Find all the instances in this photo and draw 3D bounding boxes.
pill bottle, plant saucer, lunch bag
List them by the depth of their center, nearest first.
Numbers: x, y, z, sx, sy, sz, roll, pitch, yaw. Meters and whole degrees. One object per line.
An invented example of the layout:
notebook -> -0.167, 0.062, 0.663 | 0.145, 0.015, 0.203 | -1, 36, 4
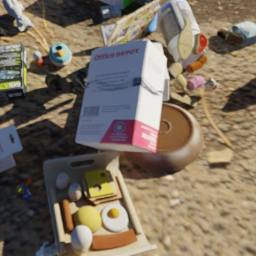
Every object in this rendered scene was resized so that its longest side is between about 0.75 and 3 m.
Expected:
plant saucer -> 1.004, 0.090, 8.431 | 2.594, 0.474, 2.594 | 0, 52, 1
pill bottle -> 1.975, -3.487, 10.435 | 1.311, 1.311, 2.305 | -10, 67, -8
lunch bag -> 4.763, -3.872, 11.327 | 0.841, 0.602, 0.988 | -21, 62, -14

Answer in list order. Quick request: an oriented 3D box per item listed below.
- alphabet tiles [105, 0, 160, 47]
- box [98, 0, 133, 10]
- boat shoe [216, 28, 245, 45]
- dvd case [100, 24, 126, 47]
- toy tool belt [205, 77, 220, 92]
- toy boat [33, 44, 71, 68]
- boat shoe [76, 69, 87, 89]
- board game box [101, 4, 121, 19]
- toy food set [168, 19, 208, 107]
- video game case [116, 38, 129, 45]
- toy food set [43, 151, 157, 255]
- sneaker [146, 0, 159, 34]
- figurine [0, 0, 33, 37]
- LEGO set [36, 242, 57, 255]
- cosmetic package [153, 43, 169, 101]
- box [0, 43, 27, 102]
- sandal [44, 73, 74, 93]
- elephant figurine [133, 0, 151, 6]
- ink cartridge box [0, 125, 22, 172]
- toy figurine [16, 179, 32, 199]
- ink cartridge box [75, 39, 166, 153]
alphabet tiles -> 0.058, -3.220, 9.732 | 0.108, 2.388, 2.856 | 44, 54, 3
box -> -0.513, -7.285, 13.336 | 2.546, 1.395, 2.885 | 27, 58, 19
boat shoe -> 4.073, -3.622, 11.235 | 0.449, 0.448, 1.214 | -25, 45, -29
dvd case -> -0.438, -3.602, 10.986 | 1.193, 0.887, 0.095 | -16, 14, -17
toy tool belt -> 2.708, -1.457, 9.233 | 0.486, 0.778, 0.478 | -34, 85, 12
toy boat -> -2.808, -2.688, 10.420 | 1.372, 0.638, 1.153 | -22, 57, -16
boat shoe -> -1.505, -1.662, 9.734 | 0.311, 0.399, 0.879 | -32, 62, -34
board game box -> -0.775, -5.209, 12.524 | 0.801, 0.257, 0.591 | -11, 54, -10
toy food set -> 2.018, -2.068, 9.252 | 1.619, 0.401, 2.547 | 17, 85, -32
video game case -> -0.254, -2.353, 8.899 | 0.895, 0.990, 0.126 | -32, 72, 12
toy food set -> -0.786, 1.784, 6.633 | 2.033, 0.856, 2.833 | -7, 47, -20
sneaker -> 0.954, -4.818, 11.934 | 0.644, 0.766, 1.953 | 11, 56, 5
figurine -> -5.183, -4.581, 11.822 | 1.955, 0.841, 1.907 | -26, 66, -19
LEGO set -> -1.460, 3.542, 5.624 | 1.156, 0.935, 2.513 | -22, 56, -17
cosmetic package -> 0.676, -1.910, 9.458 | 1.178, 0.929, 2.190 | -4, 45, 3
box -> -4.932, -1.894, 9.872 | 2.571, 0.611, 2.483 | -10, 56, -8
sandal -> -2.366, -1.415, 9.263 | 1.548, 0.632, 0.422 | 24, 45, 38
elephant figurine -> 0.662, -6.017, 12.677 | 1.680, 1.303, 1.188 | -52, 29, -4
ink cartridge box -> -3.916, 0.758, 7.882 | 1.850, 0.617, 1.071 | -23, 57, -16
toy figurine -> -2.595, 1.648, 7.267 | 0.408, 0.774, 0.463 | -33, 100, -15
ink cartridge box -> -0.172, -0.788, 7.629 | 1.969, 1.147, 2.721 | 0, 76, 36
